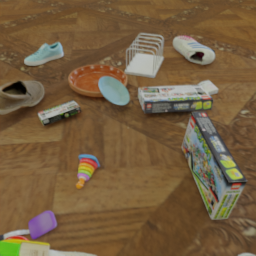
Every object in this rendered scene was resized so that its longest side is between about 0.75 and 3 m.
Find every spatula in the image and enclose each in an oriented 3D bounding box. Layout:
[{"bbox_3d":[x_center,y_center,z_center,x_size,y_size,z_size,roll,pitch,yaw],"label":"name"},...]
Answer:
[{"bbox_3d":[-2.980,2.756,7.152,2.261,0.232,0.639,-17,41,-19],"label":"spatula"}]

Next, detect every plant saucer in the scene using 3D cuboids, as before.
[{"bbox_3d":[-1.380,-2.145,12.862,2.660,0.429,2.660,3,38,-2],"label":"plant saucer"},{"bbox_3d":[-0.624,-1.436,11.323,1.464,0.282,1.464,24,44,-26],"label":"plant saucer"}]

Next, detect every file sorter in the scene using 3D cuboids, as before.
[{"bbox_3d":[0.869,-3.713,14.116,1.515,1.359,2.183,12,40,13],"label":"file sorter"}]

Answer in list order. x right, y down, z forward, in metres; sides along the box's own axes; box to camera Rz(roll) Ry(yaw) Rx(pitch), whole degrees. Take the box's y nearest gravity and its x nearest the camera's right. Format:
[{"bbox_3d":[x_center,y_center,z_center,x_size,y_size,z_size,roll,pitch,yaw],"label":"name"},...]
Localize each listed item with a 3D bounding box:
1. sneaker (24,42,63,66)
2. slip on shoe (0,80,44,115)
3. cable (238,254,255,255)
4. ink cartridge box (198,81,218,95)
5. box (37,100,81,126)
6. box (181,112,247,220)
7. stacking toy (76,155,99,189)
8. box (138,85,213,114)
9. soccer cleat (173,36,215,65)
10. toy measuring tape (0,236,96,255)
[{"bbox_3d":[-4.510,-3.997,14.810,2.191,0.898,0.810,-31,48,-32],"label":"sneaker"},{"bbox_3d":[-4.222,-1.439,11.060,1.128,0.899,2.966,43,28,3],"label":"slip on shoe"},{"bbox_3d":[2.804,3.354,6.356,0.934,0.323,0.934,14,40,15],"label":"cable"},{"bbox_3d":[3.375,-1.751,12.575,1.021,0.291,0.830,-11,41,-14],"label":"ink cartridge box"},{"bbox_3d":[-2.697,-0.602,10.965,1.527,0.265,0.840,-22,32,-19],"label":"box"},{"bbox_3d":[2.331,0.972,8.132,0.494,1.566,2.845,-1,38,-9],"label":"box"},{"bbox_3d":[-1.340,1.411,8.618,0.619,0.585,1.066,5,50,15],"label":"stacking toy"},{"bbox_3d":[1.883,-1.215,11.519,2.756,0.478,1.517,-3,32,-6],"label":"box"},{"bbox_3d":[3.284,-4.160,14.948,1.202,0.973,2.784,-30,48,-31],"label":"soccer cleat"},{"bbox_3d":[-2.069,3.135,6.415,2.951,1.086,1.086,15,36,-17],"label":"toy measuring tape"}]
